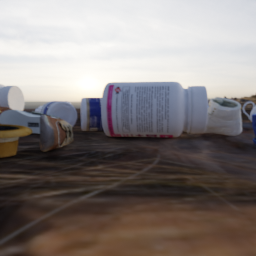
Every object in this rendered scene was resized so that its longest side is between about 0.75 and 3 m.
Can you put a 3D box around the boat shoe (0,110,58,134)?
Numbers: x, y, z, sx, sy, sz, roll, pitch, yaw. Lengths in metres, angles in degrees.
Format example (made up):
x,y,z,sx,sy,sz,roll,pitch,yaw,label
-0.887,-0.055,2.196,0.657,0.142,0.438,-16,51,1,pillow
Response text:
x,y,z,sx,sy,sz,roll,pitch,yaw,label
-3.096,-0.149,9.095,2.140,0.757,0.681,9,7,12,boat shoe

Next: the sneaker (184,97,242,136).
x,y,z,sx,sy,sz,roll,pitch,yaw,label
2.425,-0.451,8.670,2.069,1.196,0.762,3,41,24,sneaker

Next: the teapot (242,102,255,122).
x,y,z,sx,sy,sz,roll,pitch,yaw,label
6.828,-0.822,13.948,1.553,1.135,1.533,-3,6,-24,teapot

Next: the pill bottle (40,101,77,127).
x,y,z,sx,sy,sz,roll,pitch,yaw,label
-2.676,-0.472,10.448,1.057,1.057,1.903,-3,6,-27,pill bottle

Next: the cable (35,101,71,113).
x,y,z,sx,sy,sz,roll,pitch,yaw,label
-4.275,-0.966,16.013,2.122,0.735,2.122,-5,16,21,cable

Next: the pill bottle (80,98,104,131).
x,y,z,sx,sy,sz,roll,pitch,yaw,label
-0.602,-0.497,9.983,2.120,1.178,1.178,-1,5,-13,pill bottle

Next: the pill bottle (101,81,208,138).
x,y,z,sx,sy,sz,roll,pitch,yaw,label
0.750,-0.521,7.996,2.803,1.589,1.589,1,5,8,pill bottle

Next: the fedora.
x,y,z,sx,sy,sz,roll,pitch,yaw,label
-2.453,0.255,5.167,1.380,0.563,1.380,2,7,0,fedora

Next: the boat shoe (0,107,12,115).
x,y,z,sx,sy,sz,roll,pitch,yaw,label
-5.153,-0.341,10.549,0.830,0.831,2.361,-3,11,28,boat shoe

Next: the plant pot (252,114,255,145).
x,y,z,sx,sy,sz,roll,pitch,yaw,label
3.379,0.040,6.600,0.817,0.735,0.817,4,7,33,plant pot

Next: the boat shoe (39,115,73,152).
x,y,z,sx,sy,sz,roll,pitch,yaw,label
-1.584,0.077,6.234,0.732,0.772,2.040,0,7,-17,boat shoe

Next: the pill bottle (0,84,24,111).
x,y,z,sx,sy,sz,roll,pitch,yaw,label
-6.452,-1.225,13.036,2.793,1.595,1.595,-2,5,10,pill bottle
